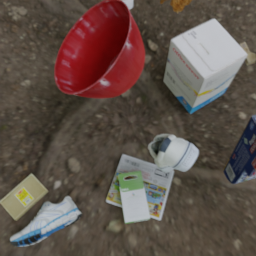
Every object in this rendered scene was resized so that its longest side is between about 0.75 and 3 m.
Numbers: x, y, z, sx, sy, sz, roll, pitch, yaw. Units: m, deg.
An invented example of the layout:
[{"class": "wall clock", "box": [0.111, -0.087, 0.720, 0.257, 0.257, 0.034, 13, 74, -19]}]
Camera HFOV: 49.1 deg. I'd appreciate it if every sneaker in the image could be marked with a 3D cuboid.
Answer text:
[{"class": "sneaker", "box": [-2.700, 2.955, 8.995, 2.257, 0.846, 0.978, -23, 62, -19]}, {"class": "sneaker", "box": [1.059, 0.591, 7.688, 0.967, 2.732, 0.998, 35, 79, -1]}]

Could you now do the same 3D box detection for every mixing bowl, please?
[{"class": "mixing bowl", "box": [-0.608, -1.955, 8.081, 2.898, 1.569, 2.898, -19, 58, 33]}]

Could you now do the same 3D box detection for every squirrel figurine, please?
[{"class": "squirrel figurine", "box": [1.702, -4.840, 10.188, 1.116, 0.846, 1.196, -26, 86, -11]}]

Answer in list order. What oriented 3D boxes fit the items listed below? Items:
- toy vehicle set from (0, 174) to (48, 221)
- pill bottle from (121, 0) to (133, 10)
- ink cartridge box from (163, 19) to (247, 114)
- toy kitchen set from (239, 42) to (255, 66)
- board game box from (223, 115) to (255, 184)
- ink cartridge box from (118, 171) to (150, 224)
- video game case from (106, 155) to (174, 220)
[{"class": "toy vehicle set", "box": [-3.532, 2.336, 9.515, 0.849, 0.181, 1.367, 42, 73, 16]}, {"class": "pill bottle", "box": [-0.303, -4.960, 8.879, 1.223, 2.202, 1.223, -1, 45, 1]}, {"class": "ink cartridge box", "box": [2.631, -2.137, 10.151, 1.821, 2.518, 1.854, -30, 70, -11]}, {"class": "toy kitchen set", "box": [4.160, -2.575, 9.062, 0.810, 0.661, 0.730, -22, 77, 10]}, {"class": "board game box", "box": [3.999, 0.491, 6.738, 2.721, 2.723, 0.840, -13, 57, -4]}, {"class": "ink cartridge box", "box": [0.166, 2.263, 9.157, 0.809, 0.462, 1.559, -9, 68, -4]}, {"class": "video game case", "box": [0.426, 2.007, 9.645, 1.927, 0.221, 1.753, 17, 68, 6]}]
